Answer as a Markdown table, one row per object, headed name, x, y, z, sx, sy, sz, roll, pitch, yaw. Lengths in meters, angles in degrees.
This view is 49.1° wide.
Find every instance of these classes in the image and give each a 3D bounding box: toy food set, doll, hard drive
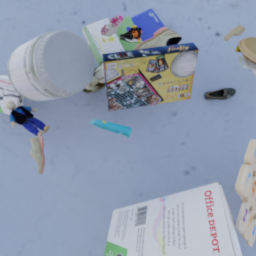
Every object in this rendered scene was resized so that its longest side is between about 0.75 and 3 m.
| name | x | y | z | sx | sy | sz | roll | pitch | yaw |
| --- | --- | --- | --- | --- | --- | --- | --- | --- | --- |
| toy food set | 4.028 | -2.194 | 8.460 | 2.371 | 0.476 | 1.637 | 37 | 49 | 18 |
| doll | -3.048 | -0.304 | 8.380 | 1.409 | 0.341 | 0.961 | 37 | 46 | -1 |
| hard drive | 0.224 | -3.299 | 10.327 | 2.420 | 0.307 | 1.596 | -29 | 74 | -9 |

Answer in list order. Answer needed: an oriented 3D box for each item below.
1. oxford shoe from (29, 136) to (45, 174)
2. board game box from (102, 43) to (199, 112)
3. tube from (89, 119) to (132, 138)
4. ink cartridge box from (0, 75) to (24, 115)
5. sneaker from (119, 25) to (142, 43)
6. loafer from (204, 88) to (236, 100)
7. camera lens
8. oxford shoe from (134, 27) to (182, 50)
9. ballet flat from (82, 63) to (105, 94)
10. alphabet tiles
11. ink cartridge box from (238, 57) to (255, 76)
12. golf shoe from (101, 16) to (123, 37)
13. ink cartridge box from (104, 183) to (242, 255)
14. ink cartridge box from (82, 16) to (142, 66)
| name | x | y | z | sx | sy | sz | roll | pitch | yaw |
| --- | --- | --- | --- | --- | --- | --- | --- | --- | --- |
| oxford shoe | -2.316 | 0.706 | 7.129 | 0.359 | 0.344 | 0.973 | -4 | 90 | -17 |
| board game box | 0.610 | -1.415 | 8.012 | 2.553 | 1.729 | 0.442 | -9 | 45 | -7 |
| tube | -0.492 | -0.019 | 7.891 | 1.190 | 0.461 | 0.300 | 16 | 66 | -18 |
| ink cartridge box | -3.895 | -1.059 | 9.145 | 0.832 | 0.481 | 1.144 | 14 | 105 | 0 |
| sneaker | 0.074 | -2.514 | 7.430 | 0.338 | 0.965 | 0.434 | 23 | 113 | 22 |
| loafer | 3.164 | -1.148 | 9.550 | 1.103 | 0.347 | 0.396 | -10 | 88 | -1 |
| camera lens | -2.301 | -1.738 | 8.194 | 2.263 | 1.810 | 1.810 | -1 | 64 | 46 |
| oxford shoe | 0.783 | -2.289 | 8.507 | 2.042 | 0.723 | 0.754 | -47 | 51 | -10 |
| ballet flat | -0.799 | -1.567 | 8.708 | 0.780 | 2.449 | 0.825 | -24 | 94 | -34 |
| alphabet tiles | 3.329 | 1.546 | 7.239 | 0.202 | 2.771 | 2.710 | 9 | 61 | 40 |
| ink cartridge box | 3.794 | -1.858 | 8.582 | 0.823 | 0.195 | 0.659 | 11 | 44 | 0 |
| golf shoe | -0.430 | -3.043 | 8.408 | 0.856 | 0.392 | 0.322 | -24 | 71 | 33 |
| ink cartridge box | 1.034 | 2.786 | 6.620 | 2.997 | 1.258 | 2.170 | -20 | 26 | 19 |
| ink cartridge box | -0.443 | -3.057 | 9.515 | 1.849 | 0.443 | 1.345 | -26 | 86 | -13 |
